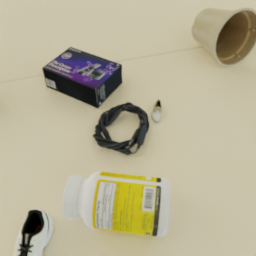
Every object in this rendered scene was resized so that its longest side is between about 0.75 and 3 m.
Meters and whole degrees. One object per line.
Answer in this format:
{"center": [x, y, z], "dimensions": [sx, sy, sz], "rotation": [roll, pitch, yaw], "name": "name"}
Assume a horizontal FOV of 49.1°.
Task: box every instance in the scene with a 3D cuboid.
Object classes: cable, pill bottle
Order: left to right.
{"center": [-0.250, 1.715, 6.498], "dimensions": [2.326, 1.308, 1.308], "rotation": [6, 48, 5], "name": "pill bottle"}
{"center": [-0.192, -0.037, 8.724], "dimensions": [1.628, 0.507, 1.995], "rotation": [7, 50, 13], "name": "cable"}

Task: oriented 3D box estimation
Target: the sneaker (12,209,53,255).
{"center": [-2.182, 2.724, 5.913], "dimensions": [0.788, 0.855, 2.138], "rotation": [3, 50, -1], "name": "sneaker"}

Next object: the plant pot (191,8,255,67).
{"center": [3.702, -3.838, 11.216], "dimensions": [2.192, 2.192, 2.007], "rotation": [-19, 39, -16], "name": "plant pot"}

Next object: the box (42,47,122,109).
{"center": [-1.603, -1.868, 10.044], "dimensions": [2.326, 0.917, 1.642], "rotation": [23, 49, 20], "name": "box"}

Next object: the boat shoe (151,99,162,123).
{"center": [0.945, -0.571, 9.219], "dimensions": [0.316, 0.289, 0.844], "rotation": [7, 56, -5], "name": "boat shoe"}
